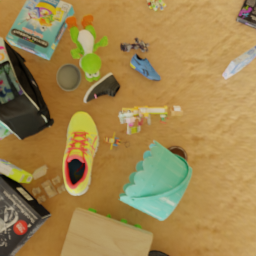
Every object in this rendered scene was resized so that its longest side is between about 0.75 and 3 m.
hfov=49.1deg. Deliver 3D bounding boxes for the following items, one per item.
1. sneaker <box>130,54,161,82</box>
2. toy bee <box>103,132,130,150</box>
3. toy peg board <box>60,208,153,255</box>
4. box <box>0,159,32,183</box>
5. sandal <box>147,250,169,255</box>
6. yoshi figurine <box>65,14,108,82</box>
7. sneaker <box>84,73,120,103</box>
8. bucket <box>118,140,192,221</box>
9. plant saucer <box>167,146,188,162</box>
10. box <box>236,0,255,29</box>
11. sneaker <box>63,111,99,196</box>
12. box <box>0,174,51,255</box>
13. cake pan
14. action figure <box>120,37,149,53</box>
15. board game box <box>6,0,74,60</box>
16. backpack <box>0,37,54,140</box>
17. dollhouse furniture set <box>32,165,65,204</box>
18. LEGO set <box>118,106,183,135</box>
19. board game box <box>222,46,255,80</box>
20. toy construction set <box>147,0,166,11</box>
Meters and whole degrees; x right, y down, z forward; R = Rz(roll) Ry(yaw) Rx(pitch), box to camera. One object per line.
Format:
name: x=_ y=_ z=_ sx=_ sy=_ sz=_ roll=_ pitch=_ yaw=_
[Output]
sneaker: x=0.612 y=-1.993 z=9.237 sx=1.209 sy=0.398 sz=0.474 roll=37 pitch=124 yaw=11
toy bee: x=-0.398 y=0.395 z=8.798 sx=0.832 sy=0.452 sz=0.544 roll=-11 pitch=81 yaw=5
toy peg board: x=-0.657 y=3.540 z=8.042 sx=2.228 sy=1.090 sz=2.218 roll=18 pitch=95 yaw=5
box: x=-3.596 y=1.266 z=8.457 sx=1.263 sy=0.770 sz=0.301 roll=25 pitch=80 yaw=10
sandal: x=1.496 y=4.429 z=7.997 sx=2.669 sy=0.601 sz=1.002 roll=36 pitch=90 yaw=-4
yoshi figurine: x=-1.275 y=-2.520 z=8.829 sx=1.155 sy=1.151 sz=2.056 roll=-13 pitch=93 yaw=27
sneaker: x=-0.803 y=-1.163 z=9.134 sx=1.327 sy=0.469 sz=0.658 roll=-43 pitch=77 yaw=-12
bucket: x=0.784 y=1.495 z=7.904 sx=1.327 sy=2.040 sz=2.040 roll=31 pitch=80 yaw=2
plant saucer: x=1.516 y=0.940 z=8.897 sx=0.777 sy=0.125 sz=0.777 roll=0 pitch=77 yaw=0
box: x=4.506 y=-4.194 z=9.872 sx=0.982 sy=0.248 sz=1.373 roll=25 pitch=78 yaw=6
sneaker: x=-1.438 y=0.709 z=8.395 sx=1.016 sy=1.174 sz=2.599 roll=0 pitch=78 yaw=-1
box: x=-3.581 y=2.588 z=8.116 sx=1.879 sy=0.978 sz=1.711 roll=41 pitch=83 yaw=8
cake pan: x=-1.956 y=-1.651 z=9.137 sx=0.163 sy=0.889 sz=0.889 roll=20 pitch=75 yaw=48
action figure: x=0.279 y=-2.744 z=9.389 sx=1.042 sy=0.361 sz=0.678 roll=-15 pitch=47 yaw=-23
board game box: x=-2.995 y=-3.548 z=9.624 sx=1.513 sy=0.470 sz=2.004 roll=23 pitch=79 yaw=4
backpack: x=-3.600 y=-1.101 z=8.169 sx=2.042 sy=2.408 sz=2.712 roll=-22 pitch=75 yaw=-9
dollhouse furniture set: x=-2.522 y=1.683 z=8.630 sx=0.850 sy=0.602 sz=0.926 roll=-28 pitch=101 yaw=-5
LEGO set: x=0.658 y=-0.241 z=8.801 sx=2.218 sy=1.020 sz=0.826 roll=-6 pitch=101 yaw=-31
board game box: x=3.648 y=-2.109 z=9.041 sx=1.028 sy=1.033 sz=0.224 roll=-33 pitch=77 yaw=-6
toy construction set: x=0.954 y=-4.522 z=9.848 sx=0.594 sy=0.417 sz=0.905 roll=-19 pitch=70 yaw=21
